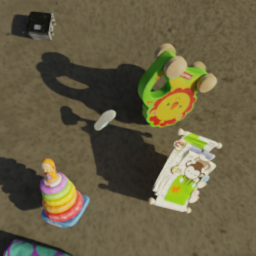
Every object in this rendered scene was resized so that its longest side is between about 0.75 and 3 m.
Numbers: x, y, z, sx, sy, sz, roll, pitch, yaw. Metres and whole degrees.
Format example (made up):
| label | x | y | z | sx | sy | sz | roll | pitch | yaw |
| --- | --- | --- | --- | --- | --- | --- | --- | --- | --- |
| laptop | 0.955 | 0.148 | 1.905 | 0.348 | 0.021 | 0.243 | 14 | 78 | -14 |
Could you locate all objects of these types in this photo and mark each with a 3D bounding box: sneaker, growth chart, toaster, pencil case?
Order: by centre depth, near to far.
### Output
| label | x | y | z | sx | sy | sz | roll | pitch | yaw |
| --- | --- | --- | --- | --- | --- | --- | --- | --- | --- |
| pencil case | -2.650 | 4.584 | 9.022 | 2.766 | 1.278 | 1.177 | 16 | 110 | 4 |
| growth chart | 1.866 | 1.499 | 9.031 | 2.113 | 0.259 | 2.920 | 12 | 109 | -26 |
| sneaker | -0.781 | -0.304 | 9.629 | 0.949 | 0.389 | 0.351 | -38 | 92 | 23 |
| toaster | -3.428 | -3.956 | 10.912 | 1.058 | 0.628 | 0.956 | 5 | 80 | 1 |

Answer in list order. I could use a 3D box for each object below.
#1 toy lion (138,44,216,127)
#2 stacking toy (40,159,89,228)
| label | x | y | z | sx | sy | sz | roll | pitch | yaw |
| --- | --- | --- | --- | --- | --- | --- | --- | --- | --- |
| toy lion | 1.359 | -1.096 | 9.209 | 2.632 | 2.746 | 0.943 | -49 | 50 | 26 |
| stacking toy | -2.232 | 1.878 | 8.742 | 1.372 | 2.364 | 1.297 | 9 | 40 | 23 |
